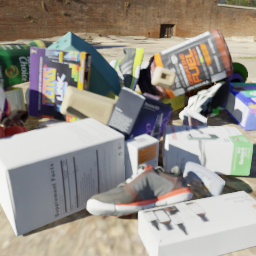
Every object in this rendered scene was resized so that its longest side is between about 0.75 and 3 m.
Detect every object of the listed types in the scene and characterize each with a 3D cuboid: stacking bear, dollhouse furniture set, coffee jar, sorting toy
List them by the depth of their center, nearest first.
[{"bbox_3d":[-3.364,0.307,6.667,1.894,1.150,1.077,1,-22,-31],"label":"stacking bear"},{"bbox_3d":[-0.284,-0.882,8.090,2.747,2.177,1.950,17,4,1],"label":"dollhouse furniture set"},{"bbox_3d":[-3.743,-2.153,9.541,2.806,1.463,1.197,-20,32,-33],"label":"coffee jar"},{"bbox_3d":[3.413,-1.439,10.585,2.417,1.452,0.992,-17,37,14],"label":"sorting toy"}]

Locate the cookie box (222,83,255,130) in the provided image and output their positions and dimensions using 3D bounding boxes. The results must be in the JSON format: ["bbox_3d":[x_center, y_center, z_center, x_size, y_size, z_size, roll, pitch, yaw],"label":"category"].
[{"bbox_3d":[4.405,-0.800,9.459,1.900,0.835,2.222,-2,29,-6],"label":"cookie box"}]

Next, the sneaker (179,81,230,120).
[{"bbox_3d":[2.458,-0.902,9.049,2.041,0.756,0.903,-40,38,-19],"label":"sneaker"}]

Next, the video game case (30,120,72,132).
[{"bbox_3d":[-1.760,0.257,7.632,1.642,0.373,1.488,11,22,30],"label":"video game case"}]

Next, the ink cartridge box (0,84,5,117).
[{"bbox_3d":[-3.582,-0.159,5.326,2.221,0.484,1.928,-18,31,-11],"label":"ink cartridge box"}]

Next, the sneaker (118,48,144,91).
[{"bbox_3d":[-0.008,-1.722,8.899,0.726,1.794,0.663,13,-9,3],"label":"sneaker"}]

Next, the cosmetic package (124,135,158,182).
[{"bbox_3d":[0.251,0.745,5.420,0.555,1.094,0.390,-17,28,-34],"label":"cosmetic package"}]

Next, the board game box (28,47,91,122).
[{"bbox_3d":[-1.960,-1.216,7.980,1.614,1.952,0.554,8,13,8],"label":"board game box"}]

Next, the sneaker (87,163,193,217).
[{"bbox_3d":[0.180,1.036,4.834,1.919,0.786,0.739,-2,-22,-28],"label":"sneaker"}]

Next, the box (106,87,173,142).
[{"bbox_3d":[0.178,-0.024,6.400,1.101,1.488,0.776,12,16,-46],"label":"box"}]

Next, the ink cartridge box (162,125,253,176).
[{"bbox_3d":[1.722,0.475,6.483,1.796,0.755,1.311,2,17,3],"label":"ink cartridge box"}]

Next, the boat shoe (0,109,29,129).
[{"bbox_3d":[-3.167,-0.079,7.892,0.501,0.502,1.393,1,33,3],"label":"boat shoe"}]

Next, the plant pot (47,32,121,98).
[{"bbox_3d":[-1.530,-1.812,9.156,1.598,2.261,1.598,-30,39,15],"label":"plant pot"}]

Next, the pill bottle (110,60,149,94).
[{"bbox_3d":[0.612,-2.042,11.902,2.739,1.545,1.545,4,22,8],"label":"pill bottle"}]

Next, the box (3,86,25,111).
[{"bbox_3d":[-4.950,-0.814,9.605,1.759,0.967,2.000,12,24,28],"label":"box"}]

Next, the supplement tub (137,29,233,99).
[{"bbox_3d":[1.772,-1.935,9.276,2.987,1.598,1.598,-21,17,16],"label":"supplement tub"}]

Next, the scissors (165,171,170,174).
[{"bbox_3d":[0.602,1.027,6.106,1.223,0.085,0.448,0,22,-5],"label":"scissors"}]

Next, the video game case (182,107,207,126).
[{"bbox_3d":[1.813,-0.076,7.752,0.093,0.806,0.734,-28,47,-29],"label":"video game case"}]

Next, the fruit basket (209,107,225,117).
[{"bbox_3d":[2.816,-0.714,10.153,1.116,0.565,1.205,2,4,1],"label":"fruit basket"}]

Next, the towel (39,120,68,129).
[{"bbox_3d":[-2.052,-0.088,7.844,0.773,0.133,0.512,8,21,21],"label":"towel"}]

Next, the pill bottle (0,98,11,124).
[{"bbox_3d":[-3.963,-0.652,7.687,1.149,1.149,2.044,-1,-23,-2],"label":"pill bottle"}]

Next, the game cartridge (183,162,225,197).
[{"bbox_3d":[1.434,0.995,5.372,0.788,0.525,0.164,28,48,29],"label":"game cartridge"}]

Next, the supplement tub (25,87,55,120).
[{"bbox_3d":[-2.811,-0.971,9.772,1.127,1.127,1.554,-18,28,-39],"label":"supplement tub"}]

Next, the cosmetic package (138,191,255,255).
[{"bbox_3d":[1.199,1.509,4.319,1.939,0.491,0.800,-6,23,-16],"label":"cosmetic package"}]

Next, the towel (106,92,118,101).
[{"bbox_3d":[-0.363,-0.548,8.320,0.992,0.712,0.113,40,26,10],"label":"towel"}]

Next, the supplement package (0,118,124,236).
[{"bbox_3d":[-1.263,0.753,5.182,2.095,1.255,1.270,-15,26,-33],"label":"supplement package"}]

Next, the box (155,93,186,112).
[{"bbox_3d":[1.257,-0.883,10.333,0.842,0.561,2.237,17,27,37],"label":"box"}]
